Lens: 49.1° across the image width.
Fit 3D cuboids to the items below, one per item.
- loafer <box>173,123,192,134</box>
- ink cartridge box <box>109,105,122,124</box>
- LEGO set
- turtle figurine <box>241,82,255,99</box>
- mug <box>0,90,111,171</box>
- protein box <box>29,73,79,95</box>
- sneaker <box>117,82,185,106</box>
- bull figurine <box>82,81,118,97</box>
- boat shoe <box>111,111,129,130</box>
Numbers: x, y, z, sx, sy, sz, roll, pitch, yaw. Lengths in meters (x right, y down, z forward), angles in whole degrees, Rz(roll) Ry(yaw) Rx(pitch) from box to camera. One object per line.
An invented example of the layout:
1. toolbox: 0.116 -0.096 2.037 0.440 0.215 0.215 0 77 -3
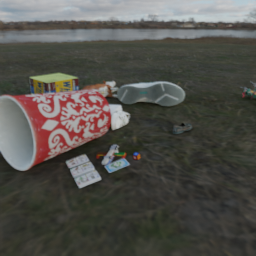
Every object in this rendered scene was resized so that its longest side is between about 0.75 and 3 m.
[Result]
1. loafer: 1.816 -0.039 9.268 0.902 0.284 0.324 -20 17 -41
2. ink cartridge box: -1.342 -0.508 10.422 1.852 0.464 1.491 3 21 20
3. LEGO set: -0.571 0.919 6.968 1.694 0.416 1.265 -20 27 -18
4. turtle figurine: 5.858 -1.632 12.989 1.269 0.639 0.950 30 49 26
5. mug: -2.139 -0.241 7.828 2.446 1.838 2.755 18 24 35
6. protein box: -3.298 -1.730 12.586 1.585 1.077 1.596 -19 28 -41
7. sneaker: 1.042 -1.600 12.389 2.909 1.023 1.166 5 19 14
8. bull figurine: -1.161 -1.710 13.062 1.324 0.710 2.182 16 27 36
9. boat shoe: -0.244 -0.295 9.679 0.495 0.505 1.428 5 21 11
